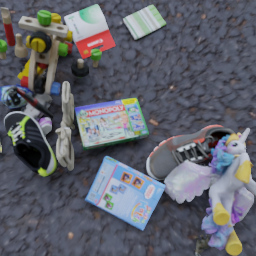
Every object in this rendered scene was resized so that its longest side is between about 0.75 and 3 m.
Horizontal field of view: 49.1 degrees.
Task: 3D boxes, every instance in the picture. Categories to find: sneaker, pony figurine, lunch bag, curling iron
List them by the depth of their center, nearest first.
[{"bbox_3d":[2.300,1.492,6.678,2.333,2.802,2.704,27,114,-1],"label":"pony figurine"},{"bbox_3d":[-2.721,0.342,7.581,0.828,0.956,2.308,-44,72,1],"label":"sneaker"},{"bbox_3d":[-2.682,-0.622,7.736,0.263,2.061,0.511,39,91,21],"label":"curling iron"},{"bbox_3d":[1.762,0.582,7.783,2.711,1.110,1.045,-27,88,-8],"label":"sneaker"},{"bbox_3d":[2.408,1.498,7.878,1.288,0.522,0.484,34,61,17],"label":"sneaker"},{"bbox_3d":[-2.709,0.062,8.454,0.995,0.361,0.567,-31,42,9],"label":"sneaker"},{"bbox_3d":[-3.297,-0.964,8.467,0.885,0.752,0.564,-6,77,-1],"label":"lunch bag"}]

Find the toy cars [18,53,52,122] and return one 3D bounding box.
[{"bbox_3d":[-2.784,-1.218,8.571,1.035,0.511,2.308,-3,88,10],"label":"toy cars"}]

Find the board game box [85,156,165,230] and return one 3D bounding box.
[{"bbox_3d":[-0.093,1.782,7.709,1.803,0.330,1.364,27,100,7],"label":"board game box"}]

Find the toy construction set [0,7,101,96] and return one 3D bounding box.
[{"bbox_3d":[-2.520,-2.597,7.862,2.892,2.222,2.412,29,54,11],"label":"toy construction set"}]

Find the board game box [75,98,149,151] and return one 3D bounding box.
[{"bbox_3d":[-0.491,-0.148,8.201,1.915,0.279,1.289,-11,66,-14],"label":"board game box"}]

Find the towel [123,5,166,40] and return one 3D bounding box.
[{"bbox_3d":[0.555,-3.569,9.486,1.214,0.186,0.906,-28,79,-9],"label":"towel"}]

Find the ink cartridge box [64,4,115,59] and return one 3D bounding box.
[{"bbox_3d":[-1.265,-3.205,9.275,1.229,0.382,1.527,-24,75,-6],"label":"ink cartridge box"}]

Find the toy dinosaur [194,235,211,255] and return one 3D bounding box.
[{"bbox_3d":[2.062,3.154,7.641,0.806,0.310,0.412,-20,100,-22],"label":"toy dinosaur"}]

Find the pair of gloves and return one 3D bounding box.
[{"bbox_3d":[-1.711,0.034,7.657,0.371,1.801,2.118,-1,74,-6],"label":"pair of gloves"}]
